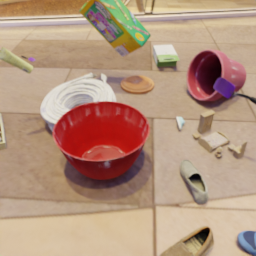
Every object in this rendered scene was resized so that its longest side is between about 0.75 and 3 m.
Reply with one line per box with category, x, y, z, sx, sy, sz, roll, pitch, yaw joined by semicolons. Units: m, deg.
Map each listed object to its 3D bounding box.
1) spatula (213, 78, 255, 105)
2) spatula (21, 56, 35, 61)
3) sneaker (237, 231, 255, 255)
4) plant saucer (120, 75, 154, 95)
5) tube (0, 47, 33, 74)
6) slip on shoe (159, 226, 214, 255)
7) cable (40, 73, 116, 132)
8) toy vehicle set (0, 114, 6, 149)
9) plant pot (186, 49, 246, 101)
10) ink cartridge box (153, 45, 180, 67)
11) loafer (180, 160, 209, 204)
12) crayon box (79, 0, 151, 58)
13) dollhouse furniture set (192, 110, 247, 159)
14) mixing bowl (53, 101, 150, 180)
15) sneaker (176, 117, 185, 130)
spatula;3.645;-0.954;8.713;2.047;0.578;0.210;28;53;14
spatula;-5.855;-4.051;16.271;1.020;0.105;0.288;20;42;23
sneaker;3.666;2.887;6.983;1.754;0.721;0.649;10;42;15
plant saucer;0.452;-2.180;13.774;1.657;0.267;1.657;0;39;0
tube;-3.791;-2.245;9.423;0.310;1.194;0.346;5;74;44
slip on shoe;1.352;3.084;6.820;1.976;0.599;0.751;-21;43;-25
cable;-1.963;-0.860;11.310;2.997;1.038;2.997;-16;45;-9
toy vehicle set;-5.439;0.212;10.734;1.255;0.268;2.019;-15;41;-19
plant pot;4.092;-2.316;12.617;1.986;2.219;2.219;-3;35;-30
ink cartridge box;2.093;-3.926;15.672;1.121;0.640;2.159;-3;38;-4
loafer;2.078;1.562;8.759;0.589;0.587;1.683;-9;39;-11
crayon box;-0.587;-4.561;12.229;0.834;2.863;1.700;-56;23;-22
dollhouse furniture set;3.240;0.301;10.157;0.991;0.846;1.911;-20;43;-24
mixing bowl;-0.824;0.574;9.185;2.985;1.617;2.985;0;39;0
sneaker;2.124;-0.200;11.233;0.331;0.299;0.808;-3;39;4
